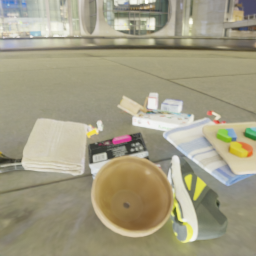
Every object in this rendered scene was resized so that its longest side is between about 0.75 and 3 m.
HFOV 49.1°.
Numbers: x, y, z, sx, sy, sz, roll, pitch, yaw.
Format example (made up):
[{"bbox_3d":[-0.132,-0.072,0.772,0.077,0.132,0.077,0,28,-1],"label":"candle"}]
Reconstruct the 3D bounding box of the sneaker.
[{"bbox_3d":[1.581,1.694,6.888,1.155,1.017,2.730,7,30,-3],"label":"sneaker"}]

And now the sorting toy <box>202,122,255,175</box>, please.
[{"bbox_3d":[3.651,0.465,8.541,2.122,0.418,2.293,-3,32,-9],"label":"sorting toy"}]

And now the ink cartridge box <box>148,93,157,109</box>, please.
[{"bbox_3d":[1.255,-1.290,14.252,0.433,0.746,1.011,4,23,10],"label":"ink cartridge box"}]

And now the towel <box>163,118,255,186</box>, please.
[{"bbox_3d":[2.769,0.586,8.908,2.146,0.348,2.921,-15,35,-27],"label":"towel"}]

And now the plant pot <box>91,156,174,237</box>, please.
[{"bbox_3d":[0.037,1.636,6.463,1.852,0.855,1.852,9,52,-11],"label":"plant pot"}]

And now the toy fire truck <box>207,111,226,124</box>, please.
[{"bbox_3d":[3.850,-0.366,12.170,0.862,0.608,0.210,18,29,39],"label":"toy fire truck"}]

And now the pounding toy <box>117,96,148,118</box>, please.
[{"bbox_3d":[0.191,-1.094,11.942,0.995,0.999,1.741,31,4,21],"label":"pounding toy"}]

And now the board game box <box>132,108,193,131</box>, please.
[{"bbox_3d":[1.555,-0.357,12.405,2.337,0.404,1.475,11,24,24],"label":"board game box"}]

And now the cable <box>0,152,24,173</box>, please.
[{"bbox_3d":[-3.734,0.997,8.643,2.891,0.727,1.404,-2,20,-4],"label":"cable"}]

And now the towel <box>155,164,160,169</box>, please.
[{"bbox_3d":[0.354,1.514,8.145,1.223,0.193,1.697,0,20,5],"label":"towel"}]

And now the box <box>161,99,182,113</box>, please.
[{"bbox_3d":[2.184,-1.056,14.015,0.858,0.490,0.933,10,23,20],"label":"box"}]

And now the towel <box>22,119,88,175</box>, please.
[{"bbox_3d":[-2.351,0.552,9.406,1.907,0.496,2.878,8,28,-9],"label":"towel"}]

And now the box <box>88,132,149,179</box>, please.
[{"bbox_3d":[-0.248,0.933,8.032,1.616,0.927,1.068,-13,31,-1],"label":"box"}]

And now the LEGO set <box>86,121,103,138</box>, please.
[{"bbox_3d":[-1.629,0.025,11.226,1.379,0.635,0.513,-2,18,16],"label":"LEGO set"}]
